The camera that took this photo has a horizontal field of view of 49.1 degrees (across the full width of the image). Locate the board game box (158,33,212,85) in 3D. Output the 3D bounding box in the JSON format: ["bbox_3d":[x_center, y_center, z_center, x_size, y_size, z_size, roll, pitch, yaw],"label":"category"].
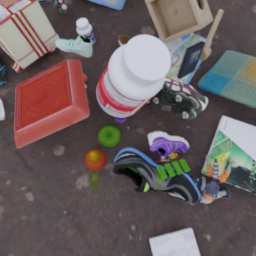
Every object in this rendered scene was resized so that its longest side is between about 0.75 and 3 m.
[{"bbox_3d":[1.718,-2.543,10.612,1.839,0.468,2.735,30,73,10],"label":"board game box"}]

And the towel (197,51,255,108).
[{"bbox_3d":[4.136,-1.679,9.728,2.096,0.310,2.858,-46,48,-15],"label":"towel"}]

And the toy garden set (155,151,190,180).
[{"bbox_3d":[1.269,1.119,8.433,0.920,0.184,0.767,-13,53,-16],"label":"toy garden set"}]

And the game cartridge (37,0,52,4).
[{"bbox_3d":[-4.099,-5.731,11.842,1.703,0.327,1.104,-7,75,-2],"label":"game cartridge"}]

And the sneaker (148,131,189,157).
[{"bbox_3d":[1.262,0.631,9.048,1.767,0.712,0.737,15,72,-39],"label":"sneaker"}]

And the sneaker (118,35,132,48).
[{"bbox_3d":[-0.084,-2.699,10.499,0.671,0.898,2.001,6,38,-19],"label":"sneaker"}]

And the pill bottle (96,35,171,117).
[{"bbox_3d":[0.086,-1.414,8.196,1.625,2.895,1.625,4,76,-16],"label":"pill bottle"}]

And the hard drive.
[{"bbox_3d":[2.042,-2.196,9.160,0.810,1.161,0.191,-32,63,-28],"label":"hard drive"}]

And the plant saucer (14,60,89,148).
[{"bbox_3d":[-2.578,-0.937,8.807,2.559,0.470,2.563,-23,52,11],"label":"plant saucer"}]

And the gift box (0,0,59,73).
[{"bbox_3d":[-3.798,-3.361,9.997,2.002,2.026,2.169,-38,56,-10],"label":"gift box"}]

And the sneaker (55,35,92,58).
[{"bbox_3d":[-1.864,-2.998,9.714,1.328,0.783,0.489,16,57,-4],"label":"sneaker"}]

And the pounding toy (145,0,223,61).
[{"bbox_3d":[2.248,-3.665,9.545,1.195,2.295,2.612,-44,114,-45],"label":"pounding toy"}]

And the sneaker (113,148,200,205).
[{"bbox_3d":[0.801,1.665,8.635,2.829,1.003,1.172,26,45,10],"label":"sneaker"}]

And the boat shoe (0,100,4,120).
[{"bbox_3d":[-4.623,-0.661,9.800,0.398,0.418,1.161,-3,45,-33],"label":"boat shoe"}]

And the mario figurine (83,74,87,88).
[{"bbox_3d":[-1.743,-1.654,10.011,0.583,0.944,0.500,38,55,-21],"label":"mario figurine"}]

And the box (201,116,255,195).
[{"bbox_3d":[4.171,1.052,9.177,2.953,0.537,2.132,20,72,15],"label":"box"}]

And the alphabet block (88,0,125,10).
[{"bbox_3d":[-0.942,-6.649,10.760,2.545,2.531,2.592,15,72,-11],"label":"alphabet block"}]

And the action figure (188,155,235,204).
[{"bbox_3d":[2.464,1.623,8.738,1.553,0.812,1.502,14,91,25],"label":"action figure"}]

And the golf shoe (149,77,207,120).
[{"bbox_3d":[1.449,-1.206,9.520,2.574,0.994,1.134,39,43,26],"label":"golf shoe"}]

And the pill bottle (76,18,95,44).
[{"bbox_3d":[-1.641,-3.655,10.698,0.583,0.974,0.583,-3,65,6],"label":"pill bottle"}]

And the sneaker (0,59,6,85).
[{"bbox_3d":[-4.938,-2.312,10.564,0.664,0.593,1.620,-1,73,-21],"label":"sneaker"}]

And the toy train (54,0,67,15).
[{"bbox_3d":[-2.630,-4.793,11.060,0.394,0.924,0.527,-39,111,-8],"label":"toy train"}]

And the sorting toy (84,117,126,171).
[{"bbox_3d":[-0.731,0.308,9.438,0.805,0.800,2.322,28,73,9],"label":"sorting toy"}]

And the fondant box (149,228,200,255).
[{"bbox_3d":[1.485,4.060,8.254,1.325,0.535,1.837,-13,70,-4],"label":"fondant box"}]

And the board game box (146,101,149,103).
[{"bbox_3d":[0.528,-1.314,10.211,0.906,0.157,0.572,38,44,13],"label":"board game box"}]
